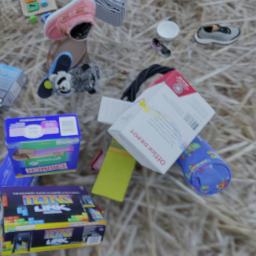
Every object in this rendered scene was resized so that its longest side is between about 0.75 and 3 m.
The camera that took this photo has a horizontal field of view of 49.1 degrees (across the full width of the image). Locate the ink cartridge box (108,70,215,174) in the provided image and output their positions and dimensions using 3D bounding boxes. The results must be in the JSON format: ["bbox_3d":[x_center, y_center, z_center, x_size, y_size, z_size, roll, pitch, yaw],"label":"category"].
[{"bbox_3d":[0.854,-0.143,7.977,1.667,1.659,2.294,45,78,-12],"label":"ink cartridge box"}]

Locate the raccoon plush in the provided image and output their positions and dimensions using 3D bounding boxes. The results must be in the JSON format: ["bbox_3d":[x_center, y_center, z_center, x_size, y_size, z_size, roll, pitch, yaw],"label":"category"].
[{"bbox_3d":[-1.700,-1.479,9.286,1.400,2.089,1.011,-9,94,7],"label":"raccoon plush"}]

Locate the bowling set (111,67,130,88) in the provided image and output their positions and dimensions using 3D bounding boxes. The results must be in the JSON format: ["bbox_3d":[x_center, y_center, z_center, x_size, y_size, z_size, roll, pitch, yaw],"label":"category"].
[{"bbox_3d":[-0.309,-2.150,11.008,0.531,0.688,0.988,19,64,10],"label":"bowling set"}]

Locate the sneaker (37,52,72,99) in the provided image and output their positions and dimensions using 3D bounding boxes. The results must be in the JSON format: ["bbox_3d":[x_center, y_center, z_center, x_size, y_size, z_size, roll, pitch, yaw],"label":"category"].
[{"bbox_3d":[-2.488,-1.787,9.634,0.593,0.705,1.799,32,102,-19],"label":"sneaker"}]

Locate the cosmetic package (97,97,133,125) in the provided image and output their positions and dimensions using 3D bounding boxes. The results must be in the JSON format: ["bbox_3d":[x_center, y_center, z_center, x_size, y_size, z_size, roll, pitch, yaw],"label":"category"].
[{"bbox_3d":[0.076,-0.390,9.439,2.097,1.184,0.851,10,89,-5],"label":"cosmetic package"}]

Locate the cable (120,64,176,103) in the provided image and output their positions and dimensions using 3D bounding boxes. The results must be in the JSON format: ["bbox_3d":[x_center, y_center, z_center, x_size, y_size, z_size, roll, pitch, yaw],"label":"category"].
[{"bbox_3d":[0.962,-1.128,10.009,1.920,0.598,2.354,45,101,3],"label":"cable"}]

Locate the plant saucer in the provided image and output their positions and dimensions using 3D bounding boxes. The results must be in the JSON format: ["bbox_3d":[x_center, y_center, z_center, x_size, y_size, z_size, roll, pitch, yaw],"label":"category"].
[{"bbox_3d":[-2.362,-2.970,11.068,2.022,0.348,2.022,-12,64,26],"label":"plant saucer"}]

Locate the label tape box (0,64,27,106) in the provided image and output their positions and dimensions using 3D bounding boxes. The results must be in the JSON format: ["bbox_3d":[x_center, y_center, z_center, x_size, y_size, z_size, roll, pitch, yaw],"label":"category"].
[{"bbox_3d":[-5.046,-1.446,10.691,1.452,0.670,2.027,17,69,8],"label":"label tape box"}]

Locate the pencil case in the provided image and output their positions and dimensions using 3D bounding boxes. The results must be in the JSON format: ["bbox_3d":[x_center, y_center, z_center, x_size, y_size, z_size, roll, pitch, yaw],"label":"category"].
[{"bbox_3d":[1.900,0.826,8.528,1.260,1.132,2.901,-20,26,-3],"label":"pencil case"}]

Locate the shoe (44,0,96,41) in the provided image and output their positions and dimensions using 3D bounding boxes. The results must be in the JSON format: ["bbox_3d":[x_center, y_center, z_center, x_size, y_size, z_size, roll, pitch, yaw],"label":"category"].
[{"bbox_3d":[-1.580,-2.619,7.332,1.878,0.671,0.854,-21,62,35],"label":"shoe"}]

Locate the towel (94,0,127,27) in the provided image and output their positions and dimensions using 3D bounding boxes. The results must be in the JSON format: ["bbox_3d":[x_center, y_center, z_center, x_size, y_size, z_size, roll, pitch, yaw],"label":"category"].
[{"bbox_3d":[-0.826,-4.236,9.895,1.512,1.252,0.647,25,91,-1],"label":"towel"}]

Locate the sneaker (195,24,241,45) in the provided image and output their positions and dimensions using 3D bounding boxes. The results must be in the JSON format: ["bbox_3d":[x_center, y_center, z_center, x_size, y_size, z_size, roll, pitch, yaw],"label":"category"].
[{"bbox_3d":[3.816,-3.987,11.762,1.908,0.756,0.705,-5,65,-3],"label":"sneaker"}]

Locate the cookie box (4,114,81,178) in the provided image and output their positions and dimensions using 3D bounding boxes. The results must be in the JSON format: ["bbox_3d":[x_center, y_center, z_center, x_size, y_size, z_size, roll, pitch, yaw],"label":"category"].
[{"bbox_3d":[-2.480,0.598,8.318,1.943,2.271,0.853,-5,60,-17],"label":"cookie box"}]

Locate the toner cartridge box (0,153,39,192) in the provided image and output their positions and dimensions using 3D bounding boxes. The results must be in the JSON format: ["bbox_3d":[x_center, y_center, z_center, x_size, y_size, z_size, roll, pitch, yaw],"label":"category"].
[{"bbox_3d":[-3.515,1.100,9.614,1.197,0.544,2.520,16,67,6],"label":"toner cartridge box"}]

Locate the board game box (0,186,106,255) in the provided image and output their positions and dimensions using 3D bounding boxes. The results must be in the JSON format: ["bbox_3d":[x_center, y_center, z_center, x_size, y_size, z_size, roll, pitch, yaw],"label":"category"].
[{"bbox_3d":[-2.086,2.329,7.516,2.454,2.029,0.696,6,107,-29],"label":"board game box"}]

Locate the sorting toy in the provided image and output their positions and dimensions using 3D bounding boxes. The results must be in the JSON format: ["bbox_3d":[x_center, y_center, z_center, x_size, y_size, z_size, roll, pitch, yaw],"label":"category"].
[{"bbox_3d":[-4.127,-5.801,12.745,1.504,0.364,2.671,-16,66,-9],"label":"sorting toy"}]

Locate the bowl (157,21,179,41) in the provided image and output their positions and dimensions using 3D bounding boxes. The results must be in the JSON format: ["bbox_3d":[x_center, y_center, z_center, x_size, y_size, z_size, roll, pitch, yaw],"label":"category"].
[{"bbox_3d":[1.678,-4.061,11.971,0.931,0.419,0.931,0,65,0],"label":"bowl"}]

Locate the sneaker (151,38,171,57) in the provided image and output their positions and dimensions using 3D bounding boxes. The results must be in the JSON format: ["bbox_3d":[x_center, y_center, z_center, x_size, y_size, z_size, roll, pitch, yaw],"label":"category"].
[{"bbox_3d":[1.352,-3.377,11.659,1.012,0.437,0.407,36,72,14],"label":"sneaker"}]

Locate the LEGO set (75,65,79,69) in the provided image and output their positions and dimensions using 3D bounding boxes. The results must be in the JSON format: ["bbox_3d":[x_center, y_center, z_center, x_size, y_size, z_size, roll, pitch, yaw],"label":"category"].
[{"bbox_3d":[-2.278,-2.693,11.325,0.459,0.494,1.203,-14,67,-7],"label":"LEGO set"}]

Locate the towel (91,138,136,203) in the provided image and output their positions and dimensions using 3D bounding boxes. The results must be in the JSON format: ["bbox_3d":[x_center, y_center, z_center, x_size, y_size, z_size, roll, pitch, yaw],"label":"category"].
[{"bbox_3d":[-0.295,1.153,8.921,1.008,0.212,2.343,13,57,11],"label":"towel"}]

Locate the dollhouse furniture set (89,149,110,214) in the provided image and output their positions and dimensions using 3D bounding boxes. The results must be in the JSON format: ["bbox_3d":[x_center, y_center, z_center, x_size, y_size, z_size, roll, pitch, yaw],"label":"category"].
[{"bbox_3d":[-0.995,1.927,9.072,1.142,0.863,2.122,30,69,12],"label":"dollhouse furniture set"}]
